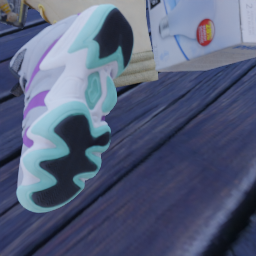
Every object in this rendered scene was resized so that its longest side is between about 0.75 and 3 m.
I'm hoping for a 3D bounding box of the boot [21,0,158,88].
[{"bbox_3d":[-0.960,-1.428,3.951,2.662,2.069,0.969,-6,17,9],"label":"boot"}]

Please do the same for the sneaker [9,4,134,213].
[{"bbox_3d":[-0.696,-0.219,2.384,1.178,0.654,1.684,6,66,35],"label":"sneaker"}]

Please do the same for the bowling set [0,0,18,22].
[{"bbox_3d":[-3.764,-2.768,7.113,1.626,0.873,1.132,-29,24,7],"label":"bowling set"}]

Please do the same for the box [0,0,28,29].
[{"bbox_3d":[-3.705,-4.266,7.426,2.180,2.704,0.664,12,43,-17],"label":"box"}]

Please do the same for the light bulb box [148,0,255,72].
[{"bbox_3d":[1.717,-2.567,5.578,1.578,2.507,2.529,-8,3,-26],"label":"light bulb box"}]
